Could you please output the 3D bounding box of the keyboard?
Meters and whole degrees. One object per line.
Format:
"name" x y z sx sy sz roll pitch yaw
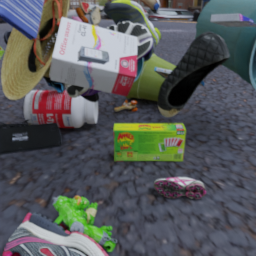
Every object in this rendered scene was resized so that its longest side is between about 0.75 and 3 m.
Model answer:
"keyboard" -3.355 0.327 8.787 2.447 0.485 1.273 -6 52 -14

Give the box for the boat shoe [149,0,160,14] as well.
"boat shoe" 0.923 -5.381 11.679 0.552 1.540 0.522 24 67 25

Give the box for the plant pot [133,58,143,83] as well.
"plant pot" -0.442 -2.186 8.979 1.421 1.421 1.335 -12 34 -23

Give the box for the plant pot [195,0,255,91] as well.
"plant pot" 3.547 -2.735 8.286 2.649 2.649 2.595 -14 36 -26

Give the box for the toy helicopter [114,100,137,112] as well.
"toy helicopter" -0.139 -0.849 11.118 0.949 0.374 0.628 -18 31 -24

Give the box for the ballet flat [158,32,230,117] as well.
"ballet flat" 1.122 -0.836 5.368 0.723 2.175 0.618 -7 60 -23

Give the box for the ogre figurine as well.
"ogre figurine" -0.888 1.722 5.255 0.729 0.891 1.486 -43 41 10

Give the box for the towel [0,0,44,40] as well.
"towel" -1.935 -2.389 5.177 0.149 1.253 0.907 3 -12 25

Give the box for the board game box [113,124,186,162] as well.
"board game box" 0.571 0.407 7.815 1.924 0.977 0.458 0 24 0

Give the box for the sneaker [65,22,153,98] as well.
"sneaker" -0.417 -1.476 6.380 2.450 0.988 1.022 -25 -14 35

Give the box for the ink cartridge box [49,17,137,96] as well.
"ink cartridge box" -0.556 -1.188 4.747 1.349 0.577 0.995 11 57 -14

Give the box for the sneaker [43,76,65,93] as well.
"sneaker" -2.413 -1.665 8.730 0.547 1.493 0.612 -19 60 19

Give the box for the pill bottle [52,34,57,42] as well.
"pill bottle" -2.267 -2.981 9.825 0.615 1.110 0.615 -41 10 9

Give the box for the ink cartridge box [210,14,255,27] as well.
"ink cartridge box" 2.355 -2.320 6.056 0.842 0.182 0.827 16 18 40

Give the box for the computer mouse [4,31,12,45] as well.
"computer mouse" -3.531 -2.620 8.827 0.282 0.741 1.071 -2 -19 25

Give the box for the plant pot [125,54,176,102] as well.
"plant pot" 1.306 -1.961 11.715 2.170 2.285 2.285 21 31 14

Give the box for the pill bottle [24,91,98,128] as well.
"pill bottle" -2.232 -0.636 9.598 2.292 1.287 1.287 0 26 2

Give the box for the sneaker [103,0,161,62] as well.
"sneaker" 0.189 -3.104 9.049 0.994 1.089 2.690 0 -15 39

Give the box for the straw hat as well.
"straw hat" -1.820 -1.891 6.864 1.261 2.980 2.980 17 8 -45

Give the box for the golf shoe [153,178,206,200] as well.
"golf shoe" 1.175 1.378 6.544 1.182 0.429 0.544 8 13 0

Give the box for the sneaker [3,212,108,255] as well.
"sneaker" -1.038 2.163 4.520 2.209 0.891 0.825 9 45 31

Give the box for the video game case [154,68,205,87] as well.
"video game case" 1.688 -1.654 9.131 1.470 0.131 1.052 17 3 24

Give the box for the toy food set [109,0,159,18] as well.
"toy food set" 0.346 -4.194 9.287 1.984 0.947 0.893 -25 59 -28

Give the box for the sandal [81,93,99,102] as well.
"sandal" -1.429 -1.475 7.777 0.444 0.740 1.971 -34 66 -33

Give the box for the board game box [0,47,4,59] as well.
"board game box" -4.832 -2.581 10.146 0.191 0.408 0.803 13 72 14

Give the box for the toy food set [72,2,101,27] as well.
"toy food set" -1.509 -3.965 10.284 1.172 1.843 0.290 14 -27 -31
